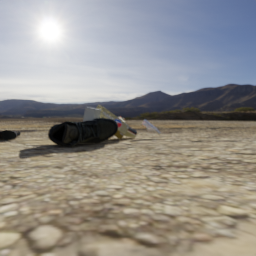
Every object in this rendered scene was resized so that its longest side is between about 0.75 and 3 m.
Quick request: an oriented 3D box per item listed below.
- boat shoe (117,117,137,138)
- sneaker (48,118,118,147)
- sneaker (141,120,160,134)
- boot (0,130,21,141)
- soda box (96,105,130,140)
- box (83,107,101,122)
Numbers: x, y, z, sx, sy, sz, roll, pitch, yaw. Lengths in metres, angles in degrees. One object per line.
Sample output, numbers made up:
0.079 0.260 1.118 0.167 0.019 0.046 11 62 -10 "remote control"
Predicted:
-0.607 -0.275 14.363 2.558 0.800 0.910 26 -25 -15 "boat shoe"
-1.728 0.205 11.130 2.859 1.093 1.638 -4 5 -12 "sneaker"
1.202 0.038 14.798 1.126 0.399 0.411 39 0 17 "sneaker"
-5.782 0.321 13.861 1.460 0.505 1.271 -1 3 19 "boot"
-0.880 -0.273 13.360 1.836 0.622 0.588 36 -37 -8 "soda box"
-1.670 -0.153 12.453 0.601 1.462 0.500 12 3 27 "box"
